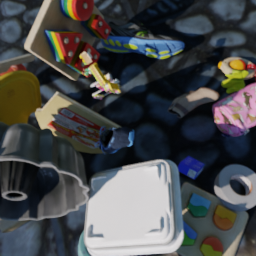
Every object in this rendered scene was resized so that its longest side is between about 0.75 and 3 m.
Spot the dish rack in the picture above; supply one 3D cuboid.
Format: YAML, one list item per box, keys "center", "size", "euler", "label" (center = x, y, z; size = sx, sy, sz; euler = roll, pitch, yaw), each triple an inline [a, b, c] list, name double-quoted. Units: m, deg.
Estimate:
- center: [-0.021, 1.563, 5.702]
  size: [2.165, 0.471, 1.858]
  euler: [-15, 55, 24]
  label: "dish rack"

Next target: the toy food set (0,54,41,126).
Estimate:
- center: [-3.054, -0.874, 6.896]
  size: [0.869, 2.661, 1.566]
  euler: [41, 54, 18]
  label: "toy food set"

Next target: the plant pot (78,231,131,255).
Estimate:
- center: [-0.605, 2.839, 6.629]
  size: [1.330, 1.250, 1.330]
  euler: [-2, 58, 4]
  label: "plant pot"

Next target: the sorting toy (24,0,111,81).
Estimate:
- center: [-1.485, -2.727, 8.040]
  size: [0.796, 2.273, 2.287]
  euler: [22, 87, 25]
  label: "sorting toy"

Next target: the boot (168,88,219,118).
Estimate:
- center: [1.715, -0.640, 7.640]
  size: [0.952, 1.302, 0.457]
  euler: [-43, 112, -16]
  label: "boot"

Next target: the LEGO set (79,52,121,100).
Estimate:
- center: [-0.718, -1.073, 6.465]
  size: [0.550, 1.477, 0.679]
  euler: [-26, 58, 22]
  label: "LEGO set"

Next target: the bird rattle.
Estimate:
- center: [3.693, -1.889, 8.989]
  size: [1.643, 0.925, 1.339]
  euler: [-25, 54, -13]
  label: "bird rattle"

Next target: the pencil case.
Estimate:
- center: [3.899, -0.738, 8.312]
  size: [2.769, 1.146, 1.198]
  euler: [-27, 94, -11]
  label: "pencil case"

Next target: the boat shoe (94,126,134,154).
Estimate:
- center: [-0.364, 0.177, 5.833]
  size: [0.491, 1.431, 0.602]
  euler: [14, 67, -22]
  label: "boat shoe"

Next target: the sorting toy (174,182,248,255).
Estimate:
- center: [2.009, 2.613, 7.353]
  size: [1.941, 0.354, 1.797]
  euler: [27, 70, 10]
  label: "sorting toy"

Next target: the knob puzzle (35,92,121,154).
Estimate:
- center: [-1.303, 0.019, 7.336]
  size: [2.538, 2.538, 0.352]
  euler: [12, 59, 5]
  label: "knob puzzle"

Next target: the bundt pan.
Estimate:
- center: [-2.284, 0.917, 5.867]
  size: [2.990, 2.990, 1.122]
  euler: [-3, 54, -1]
  label: "bundt pan"

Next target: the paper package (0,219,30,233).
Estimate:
- center: [-2.931, 2.000, 7.428]
  size: [1.124, 0.582, 1.071]
  euler: [-31, 72, -5]
  label: "paper package"

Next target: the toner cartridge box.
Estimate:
- center: [1.549, 0.962, 6.872]
  size: [0.472, 0.994, 0.215]
  euler: [29, 105, 20]
  label: "toner cartridge box"

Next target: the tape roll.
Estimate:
- center: [2.984, 1.620, 7.612]
  size: [1.205, 0.398, 1.205]
  euler: [3, 57, -4]
  label: "tape roll"

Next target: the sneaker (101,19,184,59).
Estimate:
- center: [0.498, -3.044, 9.327]
  size: [2.794, 0.990, 1.158]
  euler: [10, 75, 7]
  label: "sneaker"
